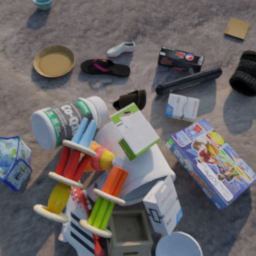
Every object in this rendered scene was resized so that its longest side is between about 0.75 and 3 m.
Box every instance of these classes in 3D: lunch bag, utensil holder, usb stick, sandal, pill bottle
[{"bbox_3d":[-3.948,1.246,9.614,1.007,1.343,1.580,-3,62,-1],"label":"lunch bag"},{"bbox_3d":[0.132,1.068,9.355,2.008,2.008,2.363,-22,63,-11],"label":"utensil holder"},{"bbox_3d":[2.521,-1.925,11.577,2.849,0.790,0.465,-17,88,-9],"label":"usb stick"},{"bbox_3d":[-0.981,-2.683,12.112,2.203,0.497,0.828,8,63,4],"label":"sandal"},{"bbox_3d":[-2.006,-0.253,9.981,2.483,1.404,1.404,-25,63,-39],"label":"pill bottle"}]

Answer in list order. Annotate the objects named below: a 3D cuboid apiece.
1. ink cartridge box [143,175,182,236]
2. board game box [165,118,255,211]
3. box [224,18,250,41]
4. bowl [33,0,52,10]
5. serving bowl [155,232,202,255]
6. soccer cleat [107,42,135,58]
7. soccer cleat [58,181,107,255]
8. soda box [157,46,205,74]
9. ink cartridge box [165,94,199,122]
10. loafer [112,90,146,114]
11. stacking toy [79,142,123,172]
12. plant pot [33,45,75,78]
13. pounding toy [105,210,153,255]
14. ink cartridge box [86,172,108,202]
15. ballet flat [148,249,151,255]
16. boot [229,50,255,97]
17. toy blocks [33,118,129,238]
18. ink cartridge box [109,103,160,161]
[{"bbox_3d":[0.968,2.152,7.958,0.521,1.537,0.891,3,32,41],"label":"ink cartridge box"},{"bbox_3d":[2.883,1.139,9.731,1.924,0.490,2.843,-24,66,-32],"label":"board game box"},{"bbox_3d":[5.213,-4.718,13.374,0.940,0.122,1.150,24,65,11],"label":"box"},{"bbox_3d":[-4.205,-6.265,13.940,0.973,0.509,0.973,1,61,-2],"label":"bowl"},{"bbox_3d":[1.569,3.846,8.457,1.410,0.464,1.410,-5,78,24],"label":"serving bowl"},{"bbox_3d":[-0.331,-3.556,12.553,1.336,0.518,0.463,-18,64,-8],"label":"soccer cleat"},{"bbox_3d":[-1.696,2.978,8.933,1.273,1.026,2.989,-19,69,-14],"label":"soccer cleat"},{"bbox_3d":[2.263,-2.910,12.128,1.903,0.673,0.603,18,62,10],"label":"soda box"},{"bbox_3d":[2.114,-0.770,11.021,1.166,0.488,0.846,12,80,7],"label":"ink cartridge box"},{"bbox_3d":[0.007,-0.884,10.009,0.688,1.929,0.704,4,76,-27],"label":"loafer"},{"bbox_3d":[-0.714,0.971,8.446,1.328,0.970,0.970,9,61,29],"label":"stacking toy"},{"bbox_3d":[-3.230,-2.909,12.377,1.811,0.249,1.811,0,63,1],"label":"plant pot"},{"bbox_3d":[-0.226,3.286,8.665,1.510,1.073,1.390,2,37,-15],"label":"pounding toy"},{"bbox_3d":[-0.819,2.192,9.754,0.907,0.230,1.030,39,70,19],"label":"ink cartridge box"},{"bbox_3d":[0.403,4.180,8.576,0.595,0.503,1.573,8,63,4],"label":"ballet flat"},{"bbox_3d":[5.616,-2.081,11.496,2.593,0.976,1.939,17,57,20],"label":"boot"},{"bbox_3d":[-0.949,1.314,7.686,2.273,0.990,2.727,26,78,-19],"label":"toy blocks"},{"bbox_3d":[0.131,0.110,8.269,1.019,0.522,1.379,-32,84,-30],"label":"ink cartridge box"}]
